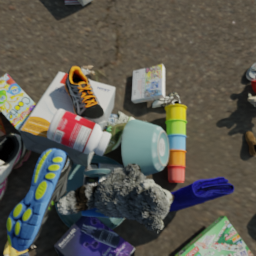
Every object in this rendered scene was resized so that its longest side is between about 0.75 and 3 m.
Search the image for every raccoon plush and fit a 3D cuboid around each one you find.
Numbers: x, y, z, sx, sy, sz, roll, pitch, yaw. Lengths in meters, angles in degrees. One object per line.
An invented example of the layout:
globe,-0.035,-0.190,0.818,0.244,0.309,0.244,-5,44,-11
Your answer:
raccoon plush,-0.311,2.080,7.009,2.909,1.949,1.407,-27,102,-4

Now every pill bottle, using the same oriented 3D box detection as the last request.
pill bottle,-1.270,0.167,7.372,1.520,0.853,0.853,23,70,-6

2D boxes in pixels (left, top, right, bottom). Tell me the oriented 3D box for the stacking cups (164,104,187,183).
stacking cups,1.545,0.517,9.232,0.768,0.768,2.537,3,74,1

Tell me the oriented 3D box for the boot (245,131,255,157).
boot,4.256,0.501,9.562,0.326,0.335,0.887,-4,68,0

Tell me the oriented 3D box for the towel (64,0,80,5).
towel,-2.304,-5.886,12.151,0.904,0.143,1.255,-3,69,0

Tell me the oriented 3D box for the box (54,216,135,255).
box,-0.888,3.365,7.559,1.765,0.921,1.306,30,55,22

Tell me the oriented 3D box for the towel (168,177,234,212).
towel,1.609,1.889,7.824,1.605,2.173,0.538,5,62,-35

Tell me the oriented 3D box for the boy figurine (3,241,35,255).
boy figurine,-3.224,3.539,8.284,0.892,0.462,1.435,-10,73,-19

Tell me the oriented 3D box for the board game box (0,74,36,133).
board game box,-3.842,-0.737,9.682,1.016,0.998,1.937,-42,74,-15

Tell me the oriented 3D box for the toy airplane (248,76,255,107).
toy airplane,5.071,-1.111,9.753,1.641,1.158,1.633,15,36,19

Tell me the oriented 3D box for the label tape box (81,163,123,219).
label tape box,-0.722,1.804,8.302,1.218,0.562,1.700,7,33,-10

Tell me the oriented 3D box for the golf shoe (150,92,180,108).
golf shoe,1.358,-0.891,10.046,1.111,0.432,0.525,-23,68,-7

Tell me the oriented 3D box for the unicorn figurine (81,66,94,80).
unicorn figurine,-1.752,-1.854,10.476,0.789,0.424,1.148,11,54,15

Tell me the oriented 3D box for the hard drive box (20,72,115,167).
hard drive box,-1.795,-0.346,8.967,2.082,1.026,2.671,15,52,4

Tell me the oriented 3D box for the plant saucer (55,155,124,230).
plant saucer,-1.085,2.103,8.938,2.470,0.339,2.470,0,69,0

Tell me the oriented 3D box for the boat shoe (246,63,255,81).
boat shoe,4.949,-2.292,10.601,1.287,0.413,0.474,-42,74,-15

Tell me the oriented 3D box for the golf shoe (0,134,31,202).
golf shoe,-4.190,1.393,8.716,1.011,1.282,2.785,24,72,8

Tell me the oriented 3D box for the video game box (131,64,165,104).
video game box,0.730,-1.585,10.125,1.181,0.304,1.297,-9,63,26

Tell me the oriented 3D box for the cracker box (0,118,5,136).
cracker box,-5.345,-0.015,9.653,1.818,0.524,1.217,-24,71,-8

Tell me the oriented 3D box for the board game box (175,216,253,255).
board game box,2.382,3.765,7.971,2.141,0.312,1.441,-33,83,-15

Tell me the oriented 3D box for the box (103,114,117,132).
box,-1.018,-0.148,9.858,1.195,0.238,0.818,10,68,4

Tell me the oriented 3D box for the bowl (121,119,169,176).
bowl,0.628,0.645,8.541,0.986,1.884,1.884,-3,66,26

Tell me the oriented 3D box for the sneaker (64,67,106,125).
sneaker,-1.308,-0.936,8.281,0.806,0.795,2.060,-24,67,-28

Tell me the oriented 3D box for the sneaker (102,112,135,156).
sneaker,-0.500,0.161,9.108,0.761,0.660,1.717,38,62,-6

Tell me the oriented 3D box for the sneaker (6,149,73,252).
sneaker,-2.165,1.899,7.260,0.973,1.137,2.744,19,80,27

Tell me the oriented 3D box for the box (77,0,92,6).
box,-2.200,-6.117,11.702,0.728,0.889,1.873,-37,74,-13

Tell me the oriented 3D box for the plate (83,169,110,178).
plate,-0.881,1.297,7.924,0.787,0.787,0.101,-5,68,-2
